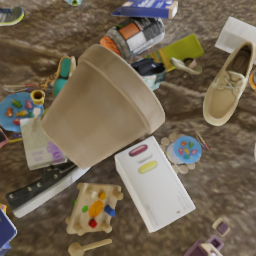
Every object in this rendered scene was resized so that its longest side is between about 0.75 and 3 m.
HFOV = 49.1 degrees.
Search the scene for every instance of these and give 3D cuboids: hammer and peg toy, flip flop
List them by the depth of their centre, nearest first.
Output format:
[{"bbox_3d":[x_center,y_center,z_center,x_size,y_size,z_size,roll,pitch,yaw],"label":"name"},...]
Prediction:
[{"bbox_3d":[-0.909,2.295,7.155,0.644,1.343,1.827,22,95,44],"label":"hammer and peg toy"},{"bbox_3d":[1.884,-2.029,8.833,1.385,0.399,0.561,7,35,-37],"label":"flip flop"}]

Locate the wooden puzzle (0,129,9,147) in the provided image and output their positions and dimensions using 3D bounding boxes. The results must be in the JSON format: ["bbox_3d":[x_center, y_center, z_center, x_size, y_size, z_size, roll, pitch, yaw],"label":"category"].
[{"bbox_3d":[-4.839,0.245,8.480,2.898,0.204,1.719,-35,73,-16],"label":"wooden puzzle"}]

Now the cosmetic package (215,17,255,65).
[{"bbox_3d":[3.898,-2.884,9.382,1.654,0.890,0.702,28,69,9],"label":"cosmetic package"}]

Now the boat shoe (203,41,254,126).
[{"bbox_3d":[3.150,-1.407,8.677,1.007,0.907,2.791,27,79,12],"label":"boat shoe"}]

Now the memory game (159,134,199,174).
[{"bbox_3d":[1.483,0.763,8.375,1.284,0.082,1.284,0,69,0],"label":"memory game"}]

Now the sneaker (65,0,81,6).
[{"bbox_3d":[-1.862,-4.955,10.477,0.988,0.393,0.645,-41,72,-5],"label":"sneaker"}]

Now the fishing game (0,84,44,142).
[{"bbox_3d":[-3.370,-0.540,8.701,1.414,0.307,1.975,-7,69,-13],"label":"fishing game"}]

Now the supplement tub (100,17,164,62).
[{"bbox_3d":[0.129,-2.988,9.267,1.935,1.186,1.186,-34,72,-12],"label":"supplement tub"}]

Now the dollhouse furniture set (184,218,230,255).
[{"bbox_3d":[2.540,3.285,6.693,1.408,1.262,1.777,-41,74,-14],"label":"dollhouse furniture set"}]

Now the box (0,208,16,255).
[{"bbox_3d":[-3.848,2.787,6.388,2.623,0.425,1.589,-44,68,-9],"label":"box"}]

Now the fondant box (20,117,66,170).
[{"bbox_3d":[-2.494,0.390,8.235,1.057,0.427,1.465,-12,70,-17],"label":"fondant box"}]

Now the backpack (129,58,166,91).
[{"bbox_3d":[0.474,-1.624,8.719,1.030,0.873,1.160,36,42,29],"label":"backpack"}]

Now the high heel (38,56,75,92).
[{"bbox_3d":[-2.340,-1.812,9.199,1.028,0.515,1.442,6,66,12],"label":"high heel"}]

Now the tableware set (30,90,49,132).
[{"bbox_3d":[-1.547,-0.706,8.496,2.696,0.414,1.816,2,64,-11],"label":"tableware set"}]

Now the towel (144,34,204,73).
[{"bbox_3d":[1.510,-2.401,9.267,1.833,0.166,0.789,-25,88,4],"label":"towel"}]

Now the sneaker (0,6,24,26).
[{"bbox_3d":[-4.533,-4.025,9.953,1.622,0.656,0.599,-20,70,-8],"label":"sneaker"}]

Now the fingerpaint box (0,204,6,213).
[{"bbox_3d":[-4.451,2.736,7.249,1.988,0.729,1.659,5,69,2],"label":"fingerpaint box"}]

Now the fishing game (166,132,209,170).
[{"bbox_3d":[1.763,0.620,8.294,1.214,0.189,0.869,-27,74,-11],"label":"fishing game"}]

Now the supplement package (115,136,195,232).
[{"bbox_3d":[0.596,1.515,7.275,1.109,1.558,2.000,-27,72,-10],"label":"supplement package"}]

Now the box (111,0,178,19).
[{"bbox_3d":[0.513,-3.663,8.560,1.867,0.303,1.131,7,37,13],"label":"box"}]

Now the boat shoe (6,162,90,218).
[{"bbox_3d":[-2.110,1.427,7.610,2.507,0.860,0.710,-35,97,-10],"label":"boat shoe"}]

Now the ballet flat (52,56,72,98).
[{"bbox_3d":[-1.993,-1.543,8.553,0.454,0.417,1.324,14,108,-24],"label":"ballet flat"}]

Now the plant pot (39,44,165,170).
[{"bbox_3d":[-0.814,-0.291,7.056,2.687,2.687,2.331,42,80,15],"label":"plant pot"}]

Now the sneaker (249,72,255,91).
[{"bbox_3d":[4.633,-1.066,8.735,0.781,0.771,1.996,-32,73,-14],"label":"sneaker"}]
